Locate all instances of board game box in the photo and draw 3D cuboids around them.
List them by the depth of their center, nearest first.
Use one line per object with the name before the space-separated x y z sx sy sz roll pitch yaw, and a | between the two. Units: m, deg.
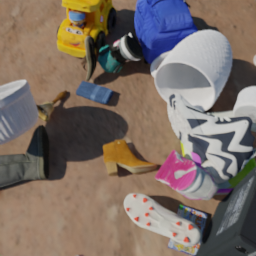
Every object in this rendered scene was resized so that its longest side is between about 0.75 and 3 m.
board game box | 1.582 2.723 7.425 0.772 0.197 1.141 17 63 9

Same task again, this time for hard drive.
hard drive | 2.323 2.023 6.124 0.476 2.895 2.020 29 57 14

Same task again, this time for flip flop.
flip flop | -1.358 -2.287 9.285 0.444 1.541 0.625 9 42 10

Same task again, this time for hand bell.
hand bell | -2.451 -0.846 9.267 0.663 0.663 1.273 29 52 15

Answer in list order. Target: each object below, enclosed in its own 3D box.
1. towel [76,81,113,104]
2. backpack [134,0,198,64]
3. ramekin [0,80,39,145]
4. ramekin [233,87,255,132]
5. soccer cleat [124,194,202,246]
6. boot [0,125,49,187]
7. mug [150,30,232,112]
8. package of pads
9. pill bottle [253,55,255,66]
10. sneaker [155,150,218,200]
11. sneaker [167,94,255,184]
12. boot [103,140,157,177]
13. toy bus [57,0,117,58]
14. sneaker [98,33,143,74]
towel | -1.133 -1.165 9.442 1.163 0.282 0.649 20 54 10
backpack | 1.317 -3.817 9.998 1.942 2.005 2.389 -8 58 -13
ramekin | -3.286 -0.337 7.170 1.993 1.046 1.993 -17 25 8
ramekin | 3.530 -0.450 7.637 1.288 1.288 0.628 29 65 15
soccer cleat | 0.816 2.297 6.958 2.128 0.825 0.737 20 77 33
boot | -3.417 0.864 8.226 2.062 0.748 1.875 -8 60 3
mug | 1.899 -1.943 8.778 2.577 1.902 2.259 12 52 36
package of pads | 2.593 0.694 8.157 1.907 0.842 2.468 -4 62 -2
pill bottle | 4.998 -2.519 10.138 0.769 0.438 0.438 -18 63 -10
sneaker | 1.433 1.279 7.050 1.020 2.312 0.941 35 91 -11
sneaker | 2.356 -0.041 7.517 1.751 1.074 2.691 -24 59 -16
boot | 0.028 0.820 8.286 1.512 0.532 1.082 -5 56 -7
toy bus | -1.523 -4.190 9.876 1.783 2.523 2.628 17 64 8
sneaker | -0.345 -2.391 9.245 1.446 2.394 1.001 -33 106 17
